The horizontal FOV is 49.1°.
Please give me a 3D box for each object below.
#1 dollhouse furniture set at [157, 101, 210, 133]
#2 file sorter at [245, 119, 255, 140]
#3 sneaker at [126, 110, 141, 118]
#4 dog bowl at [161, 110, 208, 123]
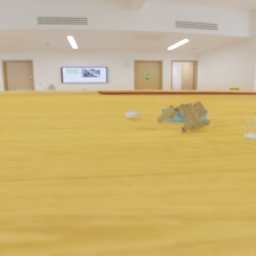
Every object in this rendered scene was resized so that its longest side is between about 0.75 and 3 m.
[{"bbox_3d":[2.038,-0.257,10.154,2.004,1.039,0.887,-10,-26,-45],"label":"dollhouse furniture set"},{"bbox_3d":[4.156,0.039,8.689,0.955,0.595,0.663,3,10,20],"label":"file sorter"},{"bbox_3d":[0.203,-0.649,12.836,0.363,0.352,0.995,-12,3,-37],"label":"sneaker"},{"bbox_3d":[2.455,-0.536,12.283,2.022,0.501,1.127,2,10,9],"label":"dog bowl"}]
